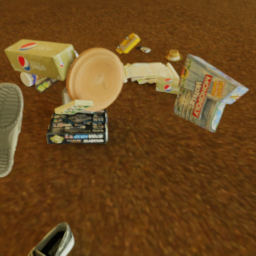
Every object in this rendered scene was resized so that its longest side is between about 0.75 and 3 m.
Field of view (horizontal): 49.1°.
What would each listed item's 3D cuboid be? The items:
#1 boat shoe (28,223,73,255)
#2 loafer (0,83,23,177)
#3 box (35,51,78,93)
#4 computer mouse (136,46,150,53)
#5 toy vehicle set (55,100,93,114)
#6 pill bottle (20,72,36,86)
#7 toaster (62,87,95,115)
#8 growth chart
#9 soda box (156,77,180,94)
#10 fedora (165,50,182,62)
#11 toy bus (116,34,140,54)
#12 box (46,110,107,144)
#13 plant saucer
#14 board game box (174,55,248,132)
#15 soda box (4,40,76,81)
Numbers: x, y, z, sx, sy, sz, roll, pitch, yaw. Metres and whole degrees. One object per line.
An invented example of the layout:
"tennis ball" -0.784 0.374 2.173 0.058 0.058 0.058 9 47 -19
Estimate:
"boat shoe" -1.717 2.584 5.336 0.622 0.560 1.759 17 42 20
"loafer" -2.346 0.028 5.170 0.652 1.722 0.588 10 -10 -22
"box" -2.260 -1.817 8.921 1.537 0.267 0.846 -32 39 11
"computer mouse" 0.748 -3.733 13.375 0.433 0.173 0.789 -19 37 -29
"toy vehicle set" -1.432 -0.538 7.380 0.926 0.123 0.575 -16 -9 42
"pill bottle" -3.657 -2.094 11.034 0.584 0.584 1.009 25 45 27
"toaster" -1.477 -0.935 8.911 1.072 0.704 1.186 8 32 12
"growth chart" 0.835 -2.263 11.535 2.402 0.213 1.738 -1 40 -1
"soda box" 1.728 -1.565 10.518 1.306 0.418 0.442 11 40 14
"fedora" 2.080 -3.311 12.716 0.824 0.336 0.824 0 39 0
"toy bus" -0.016 -3.123 10.494 0.361 0.923 0.301 57 28 11
"box" -1.513 -0.063 8.589 1.728 0.397 1.373 -1 34 -4
"plant saucer" -0.842 -1.291 7.781 1.785 1.785 0.288 -26 39 -28
"board game box" 1.771 -0.725 6.233 0.459 1.487 1.486 1 21 -40
"soda box" -2.444 -1.946 7.885 2.207 0.707 0.748 16 48 34
